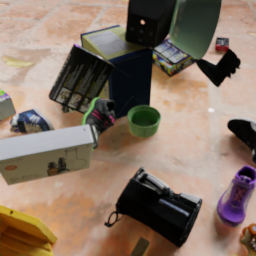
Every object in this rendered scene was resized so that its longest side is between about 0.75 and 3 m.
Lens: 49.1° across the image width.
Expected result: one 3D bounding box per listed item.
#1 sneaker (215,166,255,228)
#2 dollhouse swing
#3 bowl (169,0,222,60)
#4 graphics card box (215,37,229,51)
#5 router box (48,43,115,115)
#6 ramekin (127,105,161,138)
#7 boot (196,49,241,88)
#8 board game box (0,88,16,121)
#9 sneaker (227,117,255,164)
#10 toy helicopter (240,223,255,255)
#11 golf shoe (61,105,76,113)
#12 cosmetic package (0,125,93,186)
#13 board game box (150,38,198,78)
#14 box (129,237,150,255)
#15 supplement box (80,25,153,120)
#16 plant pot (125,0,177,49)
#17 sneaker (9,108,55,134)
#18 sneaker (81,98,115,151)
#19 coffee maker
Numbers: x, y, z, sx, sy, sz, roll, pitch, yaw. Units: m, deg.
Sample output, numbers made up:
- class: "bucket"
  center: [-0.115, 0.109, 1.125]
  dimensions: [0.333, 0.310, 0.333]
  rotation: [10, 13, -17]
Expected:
- class: "sneaker"
  center: [3.308, 1.938, 8.369]
  dimensions: [0.872, 0.958, 2.167]
  rotation: [25, 50, 22]
- class: "dollhouse swing"
  center: [-3.349, 2.875, 6.411]
  dimensions: [2.382, 2.304, 2.621]
  rotation: [14, 44, 14]
- class: "bowl"
  center: [2.499, -4.213, 11.090]
  dimensions: [1.455, 2.781, 2.781]
  rotation: [9, 44, -2]
- class: "graphics card box"
  center: [5.326, -4.753, 15.873]
  dimensions: [0.736, 0.298, 1.173]
  rotation: [9, 46, 11]
- class: "router box"
  center: [-1.262, -1.261, 7.551]
  dimensions: [1.191, 1.597, 0.408]
  rotation: [24, 16, -27]
- class: "ramekin"
  center: [0.617, -0.227, 10.864]
  dimensions: [1.305, 0.638, 1.305]
  rotation: [0, 44, 0]
- class: "boot"
  center: [3.279, -2.300, 10.047]
  dimensions: [1.232, 1.503, 0.556]
  rotation: [-48, 28, 7]
- class: "board game box"
  center: [-5.541, -1.139, 11.634]
  dimensions: [0.878, 0.894, 1.705]
  rotation: [-33, 53, -31]
- class: "sneaker"
  center: [4.417, 0.505, 9.933]
  dimensions: [2.338, 0.854, 1.308]
  rotation: [31, 50, 27]
- class: "toy helicopter"
  center: [3.381, 3.289, 7.388]
  dimensions: [0.905, 0.540, 1.369]
  rotation: [28, 60, 15]
- class: "golf shoe"
  center: [-2.567, -1.027, 11.936]
  dimensions: [0.557, 0.488, 1.265]
  rotation: [8, 39, -26]
- class: "cosmetic package"
  center: [-1.700, 0.595, 5.841]
  dimensions: [1.835, 1.384, 0.474]
  rotation: [-11, 61, -16]
- class: "board game box"
  center: [2.196, -3.657, 14.250]
  dimensions: [1.768, 0.607, 2.139]
  rotation: [-31, 50, -12]
- class: "box"
  center: [0.264, 3.303, 7.366]
  dimensions: [0.293, 0.358, 0.754]
  rotation: [23, 49, 21]
- class: "supplement box"
  center: [-0.506, -2.331, 11.560]
  dimensions: [1.821, 2.712, 2.709]
  rotation: [-21, 48, -21]
- class: "plant pot"
  center: [0.668, -3.892, 10.211]
  dimensions: [1.689, 1.693, 1.502]
  rotation: [17, 54, 7]
- class: "sneaker"
  center: [-3.683, 0.021, 10.543]
  dimensions: [1.354, 0.745, 1.849]
  rotation: [-31, 51, -27]
- class: "sneaker"
  center: [-0.689, -0.179, 6.927]
  dimensions: [0.696, 0.638, 1.662]
  rotation: [-1, 49, 15]
- class: "coffee maker"
  center: [0.786, 2.400, 7.814]
  dimensions: [2.036, 1.371, 1.956]
  rotation: [25, 80, 26]
